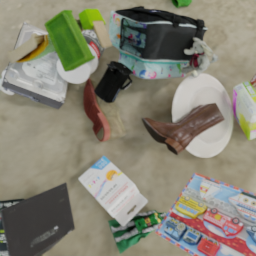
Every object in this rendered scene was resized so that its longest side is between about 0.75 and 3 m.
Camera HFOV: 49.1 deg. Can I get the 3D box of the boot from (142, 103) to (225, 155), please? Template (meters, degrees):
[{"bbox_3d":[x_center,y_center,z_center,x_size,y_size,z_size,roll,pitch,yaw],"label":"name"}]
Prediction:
[{"bbox_3d":[1.445,-0.229,7.464,1.739,0.559,1.621,-37,51,-13],"label":"boot"}]

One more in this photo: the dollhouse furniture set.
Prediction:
[{"bbox_3d":[-1.921,-2.171,8.074,2.606,1.308,1.707,-19,11,32],"label":"dollhouse furniture set"}]

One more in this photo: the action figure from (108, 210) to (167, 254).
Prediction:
[{"bbox_3d":[0.324,2.463,7.121,1.498,0.410,0.885,-17,55,-15],"label":"action figure"}]

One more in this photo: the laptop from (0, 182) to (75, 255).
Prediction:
[{"bbox_3d":[-2.063,2.219,5.913,1.003,1.620,1.730,-6,95,33],"label":"laptop"}]

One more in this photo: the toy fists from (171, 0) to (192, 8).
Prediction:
[{"bbox_3d":[2.185,-5.972,12.447,0.858,0.579,1.683,-27,62,-8],"label":"toy fists"}]

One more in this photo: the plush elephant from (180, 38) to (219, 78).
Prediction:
[{"bbox_3d":[1.975,-2.064,7.953,1.093,0.847,0.901,-29,26,3],"label":"plush elephant"}]

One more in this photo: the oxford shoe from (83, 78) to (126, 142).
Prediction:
[{"bbox_3d":[-0.802,-0.596,8.954,0.921,0.867,2.462,-3,55,-29],"label":"oxford shoe"}]

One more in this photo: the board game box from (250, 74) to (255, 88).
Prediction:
[{"bbox_3d":[4.063,-1.773,8.232,0.144,0.764,1.485,40,64,1],"label":"board game box"}]

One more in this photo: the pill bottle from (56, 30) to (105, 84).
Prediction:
[{"bbox_3d":[-1.535,-2.561,9.522,1.272,1.272,2.234,7,43,5],"label":"pill bottle"}]

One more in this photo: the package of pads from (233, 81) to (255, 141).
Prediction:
[{"bbox_3d":[3.528,-0.435,8.198,0.522,1.532,1.183,-21,56,8],"label":"package of pads"}]

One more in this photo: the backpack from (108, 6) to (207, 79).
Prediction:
[{"bbox_3d":[0.715,-2.837,9.127,2.578,2.186,2.903,-11,37,-37],"label":"backpack"}]

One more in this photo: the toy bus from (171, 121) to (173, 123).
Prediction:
[{"bbox_3d":[1.874,-0.502,8.469,0.928,1.313,1.368,17,58,12],"label":"toy bus"}]

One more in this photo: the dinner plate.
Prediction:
[{"bbox_3d":[2.292,-0.373,8.085,2.477,0.300,2.477,3,85,-30],"label":"dinner plate"}]

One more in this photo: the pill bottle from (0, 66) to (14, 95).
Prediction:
[{"bbox_3d":[-3.816,-1.808,9.604,0.803,0.803,1.341,18,59,11],"label":"pill bottle"}]

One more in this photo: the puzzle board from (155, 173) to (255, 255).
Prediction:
[{"bbox_3d":[1.594,1.589,4.711,1.950,0.170,1.470,16,57,42],"label":"puzzle board"}]

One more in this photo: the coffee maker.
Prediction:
[{"bbox_3d":[-0.523,-1.348,8.197,1.052,1.095,0.738,8,34,-45],"label":"coffee maker"}]

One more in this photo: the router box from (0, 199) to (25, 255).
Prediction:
[{"bbox_3d":[-3.337,2.540,6.735,1.878,0.583,1.407,-8,57,8],"label":"router box"}]

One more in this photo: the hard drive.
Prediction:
[{"bbox_3d":[-2.918,-2.128,9.419,1.925,0.521,2.755,21,53,-27],"label":"hard drive"}]

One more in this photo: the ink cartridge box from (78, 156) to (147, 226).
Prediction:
[{"bbox_3d":[-0.403,1.610,7.299,0.951,0.560,1.651,-43,54,-15],"label":"ink cartridge box"}]
